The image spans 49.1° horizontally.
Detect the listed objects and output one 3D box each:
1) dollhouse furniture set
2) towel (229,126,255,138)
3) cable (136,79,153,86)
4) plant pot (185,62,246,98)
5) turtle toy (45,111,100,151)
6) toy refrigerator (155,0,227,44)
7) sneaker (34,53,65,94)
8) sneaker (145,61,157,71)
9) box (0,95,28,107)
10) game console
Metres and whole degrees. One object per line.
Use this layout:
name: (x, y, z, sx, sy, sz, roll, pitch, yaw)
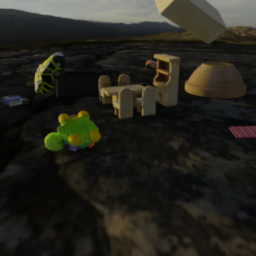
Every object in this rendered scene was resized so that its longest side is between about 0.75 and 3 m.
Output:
dollhouse furniture set: (0.455, -1.850, 11.385, 2.957, 1.964, 2.591, -8, 23, -20)
towel: (3.827, 0.148, 8.866, 1.054, 0.118, 0.762, -2, 24, 0)
cable: (0.978, -2.491, 15.372, 0.773, 0.241, 0.947, 18, 27, 38)
plant pot: (4.339, -2.484, 13.853, 2.949, 1.361, 2.949, 0, 20, 0)
turtle toy: (-1.540, 0.202, 7.773, 1.537, 0.777, 1.120, -12, 49, -27)
toy refrigerator: (1.946, -3.593, 8.751, 2.497, 0.873, 0.948, 12, 54, -41)
sneaker: (-2.056, -1.437, 7.040, 0.545, 0.553, 1.446, -4, -25, -43)
sneaker: (2.008, -4.170, 19.335, 1.804, 0.695, 0.739, 7, 45, 27)
box: (-5.011, -1.205, 12.180, 1.276, 0.207, 0.773, 18, 28, 41)
game console: (-2.158, -2.003, 14.108, 2.770, 1.612, 2.436, -4, -8, -11)
